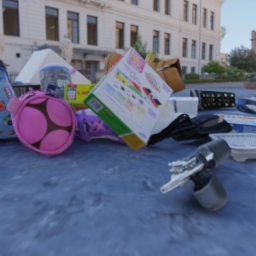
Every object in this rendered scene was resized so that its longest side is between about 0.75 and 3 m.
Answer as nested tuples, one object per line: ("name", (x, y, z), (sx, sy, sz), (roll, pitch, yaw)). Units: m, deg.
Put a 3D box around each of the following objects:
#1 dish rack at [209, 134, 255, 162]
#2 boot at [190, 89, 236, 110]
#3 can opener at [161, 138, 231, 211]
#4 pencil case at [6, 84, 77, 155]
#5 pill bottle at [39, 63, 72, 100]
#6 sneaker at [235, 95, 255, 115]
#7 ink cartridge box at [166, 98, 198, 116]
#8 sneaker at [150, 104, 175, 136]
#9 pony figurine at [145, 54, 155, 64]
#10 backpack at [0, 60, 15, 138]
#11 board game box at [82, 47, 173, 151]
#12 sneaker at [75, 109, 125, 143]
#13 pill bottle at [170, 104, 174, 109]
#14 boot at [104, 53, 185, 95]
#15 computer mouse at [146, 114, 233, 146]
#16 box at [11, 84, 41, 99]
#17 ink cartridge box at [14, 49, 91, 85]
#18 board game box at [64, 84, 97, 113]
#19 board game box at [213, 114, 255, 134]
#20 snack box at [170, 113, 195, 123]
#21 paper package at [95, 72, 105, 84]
("dish rack", (2.436, 0.382, 5.717), (1.267, 0.321, 1.477), (-1, 10, -2))
("boot", (4.118, -1.386, 13.599), (2.169, 1.037, 2.872), (0, 5, 14))
("can opener", (1.094, 0.600, 3.997), (0.581, 0.733, 2.206), (-38, -10, 25))
("pencil case", (-2.026, -0.326, 6.599), (1.374, 1.331, 2.933), (23, -2, -20))
("pill bottle", (-2.367, -1.110, 9.361), (1.049, 1.844, 1.049), (-9, -10, -2))
("sneaker", (5.308, -1.069, 10.639), (2.970, 1.265, 1.144), (3, 7, -26))
("ink cartridge box", (2.025, -0.899, 11.868), (1.766, 0.758, 1.293), (4, 11, 15))
("sneaker", (0.460, -0.017, 7.637), (1.229, 0.676, 1.679), (-24, 13, 42))
("pony figurine", (0.140, -1.147, 9.198), (1.802, 2.164, 2.089), (27, -12, -22))
("backpack", (-3.696, -0.487, 6.449), (2.107, 1.924, 1.418), (-18, 34, -21))
("board game box", (0.099, -0.673, 5.850), (0.378, 1.435, 1.875), (-32, 19, 45))
("sneaker", (-0.706, -0.062, 6.799), (1.061, 0.966, 2.401), (-12, 10, -34))
("pill bottle", (1.281, -0.636, 10.815), (0.580, 0.580, 1.031), (9, 12, 42))
("boot", (0.418, -1.572, 7.945), (2.088, 1.031, 2.689), (-25, 43, 20))
("computer mouse", (1.623, -0.119, 6.238), (2.343, 0.539, 1.645), (-6, -14, -28))
("box", (-3.664, -0.916, 10.295), (1.011, 1.351, 2.699), (6, 13, 32))
("ink cartridge box", (-3.244, -1.963, 12.717), (1.780, 1.734, 2.770), (13, -19, 49))
("board game box", (-1.067, -0.716, 8.925), (1.264, 0.593, 2.489), (1, -10, 4))
("board game box", (3.158, -0.061, 8.007), (2.306, 0.397, 1.561), (8, 13, 41))
("snack box", (1.658, -0.225, 9.079), (0.883, 0.282, 1.521), (19, 20, 42))
("paper package", (-0.278, -1.197, 10.577), (1.814, 1.729, 0.938), (-2, 28, -5))
